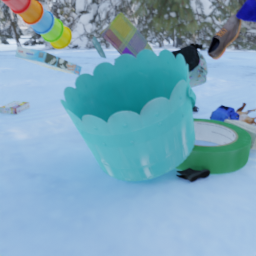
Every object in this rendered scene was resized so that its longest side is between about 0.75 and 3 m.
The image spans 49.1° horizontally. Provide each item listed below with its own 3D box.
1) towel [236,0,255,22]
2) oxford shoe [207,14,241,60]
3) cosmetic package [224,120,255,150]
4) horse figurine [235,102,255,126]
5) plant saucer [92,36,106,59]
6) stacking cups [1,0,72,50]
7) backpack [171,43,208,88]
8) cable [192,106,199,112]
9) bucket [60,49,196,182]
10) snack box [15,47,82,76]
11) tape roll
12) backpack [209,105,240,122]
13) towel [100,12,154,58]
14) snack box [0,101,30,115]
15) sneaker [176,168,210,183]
[{"bbox_3d":[3.737,-3.486,7.613,1.023,1.386,0.343,-7,63,-19],"label":"towel"},{"bbox_3d":[2.868,-2.748,8.367,0.523,1.434,0.511,8,25,-48],"label":"oxford shoe"},{"bbox_3d":[3.588,0.190,8.531,0.712,0.503,1.376,4,16,-21],"label":"cosmetic package"},{"bbox_3d":[4.432,-0.398,10.324,1.071,0.403,1.616,-18,29,-1],"label":"horse figurine"},{"bbox_3d":[-1.098,-2.938,10.350,0.162,0.903,0.903,-31,24,-3],"label":"plant saucer"},{"bbox_3d":[-2.256,-2.845,7.163,0.747,0.747,2.470,5,-7,13],"label":"stacking cups"},{"bbox_3d":[1.698,-1.723,8.054,1.218,0.924,1.460,-2,-8,33],"label":"backpack"},{"bbox_3d":[2.501,-0.799,11.928,0.743,0.231,0.911,-21,30,-34],"label":"cable"},{"bbox_3d":[0.153,-0.359,6.762,3.082,2.005,3.082,-14,34,10],"label":"bucket"},{"bbox_3d":[-2.697,-2.292,9.783,1.211,0.387,2.084,16,5,22],"label":"snack box"},{"bbox_3d":[2.014,0.406,7.875,2.633,0.633,2.633,-1,20,0],"label":"tape roll"},{"bbox_3d":[3.248,-0.285,9.531,0.852,0.825,1.016,19,26,36],"label":"backpack"},{"bbox_3d":[0.052,-3.672,12.145,0.280,2.459,1.766,-18,37,50],"label":"towel"},{"bbox_3d":[-4.824,-0.874,11.957,0.772,0.287,1.085,3,20,9],"label":"snack box"},{"bbox_3d":[1.539,1.068,6.621,0.756,0.227,0.394,-14,28,-25],"label":"sneaker"}]
